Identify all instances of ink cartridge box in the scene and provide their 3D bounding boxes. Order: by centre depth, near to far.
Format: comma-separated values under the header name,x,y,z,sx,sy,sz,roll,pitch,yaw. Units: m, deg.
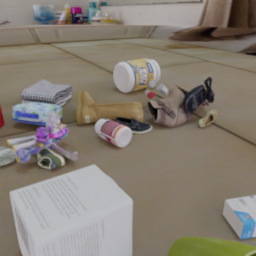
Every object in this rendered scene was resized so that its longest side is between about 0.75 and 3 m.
name,x,y,z,sx,sy,sz,roll,pitch,yaw
ink cartridge box,2.830,1.847,5.970,1.326,0.442,0.768,-5,24,-9

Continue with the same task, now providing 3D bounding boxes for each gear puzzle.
name,x,y,z,sx,sy,sz,roll,pitch,yaw
gear puzzle,2.690,-1.467,12.557,1.410,0.356,2.722,27,12,-8

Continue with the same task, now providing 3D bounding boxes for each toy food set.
name,x,y,z,sx,sy,sz,roll,pitch,yaw
toy food set,1.421,-1.194,11.583,0.867,1.815,0.817,-46,28,9

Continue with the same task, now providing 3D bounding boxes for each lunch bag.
name,x,y,z,sx,sy,sz,roll,pitch,yaw
lunch bag,-3.442,-0.533,10.577,1.616,0.666,1.299,7,14,13

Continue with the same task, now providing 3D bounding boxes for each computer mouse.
name,x,y,z,sx,sy,sz,roll,pitch,yaw
computer mouse,2.611,-1.154,10.713,1.627,1.126,0.429,-34,36,-24

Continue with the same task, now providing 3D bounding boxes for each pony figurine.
name,x,y,z,sx,sy,sz,roll,pitch,yaw
pony figurine,-2.443,0.352,8.243,1.853,1.543,1.789,-24,20,-26

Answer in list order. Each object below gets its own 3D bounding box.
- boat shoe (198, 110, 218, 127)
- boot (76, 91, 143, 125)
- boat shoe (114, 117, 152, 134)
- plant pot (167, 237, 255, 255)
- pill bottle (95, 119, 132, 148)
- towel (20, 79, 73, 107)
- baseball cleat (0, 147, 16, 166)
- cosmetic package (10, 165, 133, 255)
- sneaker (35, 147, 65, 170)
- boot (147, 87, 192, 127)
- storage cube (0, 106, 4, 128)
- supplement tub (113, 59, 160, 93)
name,x,y,z,sx,sy,sz,roll,pitch,yaw
boat shoe,3.068,-0.339,10.488,1.027,0.377,0.322,-38,16,-25
boot,-0.754,-0.805,11.250,2.483,0.821,2.174,-3,39,-4
boat shoe,0.165,-0.119,10.008,1.435,0.447,0.535,7,32,-9
plant pot,1.309,2.272,4.321,1.360,1.360,1.454,-14,8,-27
pill bottle,-0.527,0.131,9.333,0.698,0.698,1.236,-23,34,-39
towel,-3.581,-1.500,12.561,1.651,0.853,1.994,7,26,12
baseball cleat,-4.043,0.949,7.986,1.594,0.556,0.849,-11,13,-30
cosmetic package,-0.985,1.759,5.011,1.706,1.408,1.406,-14,28,-31
sneaker,-2.435,0.876,8.100,1.192,0.400,0.535,19,27,28
boot,1.483,-0.910,10.928,1.582,0.760,2.164,0,42,-20
storage cube,-5.462,-0.551,9.611,1.611,1.695,1.885,-1,25,-1
supplement tub,0.462,-2.717,14.337,2.093,1.514,1.514,-19,32,-35
